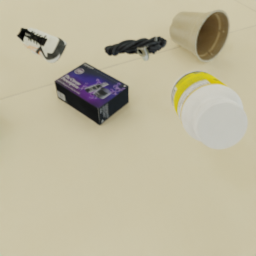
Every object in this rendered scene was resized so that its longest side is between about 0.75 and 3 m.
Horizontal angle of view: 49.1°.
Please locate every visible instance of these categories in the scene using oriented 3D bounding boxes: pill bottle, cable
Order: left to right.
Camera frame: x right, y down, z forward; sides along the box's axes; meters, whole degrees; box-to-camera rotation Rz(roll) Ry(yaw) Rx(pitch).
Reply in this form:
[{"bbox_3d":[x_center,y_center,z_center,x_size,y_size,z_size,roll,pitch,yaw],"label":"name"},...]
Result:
[{"bbox_3d":[0.103,-2.309,8.271,1.628,0.507,1.995,-14,16,-21],"label":"cable"},{"bbox_3d":[1.780,-0.461,6.388,1.308,1.308,2.326,0,23,0],"label":"pill bottle"}]

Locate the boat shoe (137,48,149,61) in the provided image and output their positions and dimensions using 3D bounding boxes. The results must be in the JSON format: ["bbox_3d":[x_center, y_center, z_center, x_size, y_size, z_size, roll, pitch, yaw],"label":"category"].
[{"bbox_3d":[0.413,-2.287,8.379,0.289,0.844,0.316,-41,59,-12],"label":"boat shoe"}]

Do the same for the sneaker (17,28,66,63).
[{"bbox_3d":[-2.720,-2.598,8.633,2.138,0.855,0.788,22,82,40],"label":"sneaker"}]

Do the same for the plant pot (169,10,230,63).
[{"bbox_3d":[3.047,-4.318,12.630,2.192,2.192,2.007,-29,42,-23],"label":"plant pot"}]

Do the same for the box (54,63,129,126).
[{"bbox_3d":[-1.359,-1.354,10.568,2.326,0.917,1.642,32,53,26],"label":"box"}]
